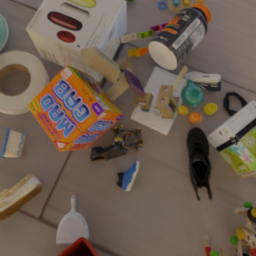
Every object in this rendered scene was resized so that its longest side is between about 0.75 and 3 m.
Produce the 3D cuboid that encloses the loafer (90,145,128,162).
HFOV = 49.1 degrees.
[{"bbox_3d":[-0.736,1.018,10.524,1.537,0.559,0.556,-10,47,28],"label":"loafer"}]

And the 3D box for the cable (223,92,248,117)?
[{"bbox_3d":[4.348,-0.972,11.497,0.926,0.288,1.135,-35,80,-4],"label":"cable"}]

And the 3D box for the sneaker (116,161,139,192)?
[{"bbox_3d":[-0.051,1.735,10.633,0.663,0.458,1.192,23,82,-3],"label":"sneaker"}]

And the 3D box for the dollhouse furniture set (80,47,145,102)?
[{"bbox_3d":[-1.163,-1.958,10.602,1.953,2.752,2.180,-38,48,22],"label":"dollhouse furniture set"}]

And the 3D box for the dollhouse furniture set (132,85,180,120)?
[{"bbox_3d":[1.117,-1.049,10.917,1.398,0.985,0.980,10,72,30],"label":"dollhouse furniture set"}]

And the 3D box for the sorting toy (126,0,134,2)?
[{"bbox_3d":[-0.292,-5.975,12.780,1.195,0.491,0.718,-16,90,-16],"label":"sorting toy"}]

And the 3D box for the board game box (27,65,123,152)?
[{"bbox_3d":[-1.815,-0.622,10.139,2.067,2.066,2.068,-41,78,12],"label":"board game box"}]

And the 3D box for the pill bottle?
[{"bbox_3d":[2.159,-3.725,11.170,1.447,1.447,2.725,39,76,10],"label":"pill bottle"}]

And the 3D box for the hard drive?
[{"bbox_3d":[1.343,-1.136,11.466,1.616,0.327,2.450,25,77,5],"label":"hard drive"}]

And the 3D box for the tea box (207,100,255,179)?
[{"bbox_3d":[4.302,0.517,10.083,1.433,2.145,2.110,-38,78,-9],"label":"tea box"}]

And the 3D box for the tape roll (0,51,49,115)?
[{"bbox_3d":[-4.661,-1.882,11.598,2.727,0.498,2.727,0,74,1],"label":"tape roll"}]

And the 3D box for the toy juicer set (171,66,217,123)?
[{"bbox_3d":[2.398,-1.181,11.276,1.429,0.611,2.246,-37,88,-7],"label":"toy juicer set"}]

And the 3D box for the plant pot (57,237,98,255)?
[{"bbox_3d":[-1.554,5.078,8.852,2.441,2.151,2.439,-37,78,-9],"label":"plant pot"}]

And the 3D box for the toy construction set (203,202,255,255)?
[{"bbox_3d":[3.840,3.700,9.654,2.526,2.107,1.941,-15,56,15],"label":"toy construction set"}]

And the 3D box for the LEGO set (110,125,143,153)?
[{"bbox_3d":[-0.063,0.363,10.829,1.378,0.798,1.060,10,75,3],"label":"LEGO set"}]

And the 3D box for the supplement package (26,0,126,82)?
[{"bbox_3d":[-1.908,-3.919,11.298,2.864,2.106,2.739,23,76,6],"label":"supplement package"}]

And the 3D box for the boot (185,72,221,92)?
[{"bbox_3d":[3.082,-1.863,11.574,1.522,0.687,0.554,16,52,35],"label":"boot"}]

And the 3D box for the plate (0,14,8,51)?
[{"bbox_3d":[-6.560,-3.999,12.241,2.772,0.354,2.772,0,75,2],"label":"plate"}]

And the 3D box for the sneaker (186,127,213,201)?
[{"bbox_3d":[2.619,1.212,10.190,0.856,1.487,2.850,-2,74,9],"label":"sneaker"}]

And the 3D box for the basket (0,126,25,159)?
[{"bbox_3d":[-4.710,0.588,10.604,1.397,0.972,1.232,18,73,-27],"label":"basket"}]

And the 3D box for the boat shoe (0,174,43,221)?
[{"bbox_3d":[-4.275,2.581,10.276,2.335,0.861,0.808,-35,67,-11],"label":"boat shoe"}]

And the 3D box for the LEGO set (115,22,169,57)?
[{"bbox_3d":[0.557,-3.547,11.761,2.763,1.134,1.054,-28,113,-34],"label":"LEGO set"}]

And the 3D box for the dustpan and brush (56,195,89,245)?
[{"bbox_3d":[-2.026,3.324,10.268,1.165,0.478,1.669,-3,82,0],"label":"dustpan and brush"}]

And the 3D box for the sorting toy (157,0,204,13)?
[{"bbox_3d":[2.410,-5.850,12.777,2.144,0.292,1.207,0,75,0],"label":"sorting toy"}]
